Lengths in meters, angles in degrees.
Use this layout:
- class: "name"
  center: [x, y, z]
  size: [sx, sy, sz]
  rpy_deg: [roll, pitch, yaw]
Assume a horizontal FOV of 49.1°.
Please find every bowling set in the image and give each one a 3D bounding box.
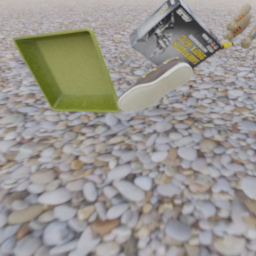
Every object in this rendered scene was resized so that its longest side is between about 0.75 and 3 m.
- class: "bowling set"
  center: [4.883, -3.738, 11.385]
  size: [1.764, 1.360, 2.534]
  rpy_deg: [47, 20, 15]

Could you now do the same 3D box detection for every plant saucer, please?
- class: "plant saucer"
  center: [-1.743, -1.806, 8.884]
  size: [2.876, 2.872, 0.689]
  rpy_deg: [3, 44, 26]

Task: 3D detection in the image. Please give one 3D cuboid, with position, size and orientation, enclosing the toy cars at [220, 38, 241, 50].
- class: "toy cars"
  center: [4.274, -3.563, 11.726]
  size: [1.502, 0.333, 0.673]
  rpy_deg: [-26, 12, -39]

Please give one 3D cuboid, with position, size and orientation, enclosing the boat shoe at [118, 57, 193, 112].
- class: "boat shoe"
  center: [0.638, -1.149, 7.374]
  size: [2.097, 0.753, 0.624]
  rpy_deg: [-29, 43, 14]

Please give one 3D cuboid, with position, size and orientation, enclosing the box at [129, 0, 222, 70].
- class: "box"
  center: [1.841, -3.307, 10.787]
  size: [2.908, 2.303, 0.703]
  rpy_deg: [27, 41, -39]
